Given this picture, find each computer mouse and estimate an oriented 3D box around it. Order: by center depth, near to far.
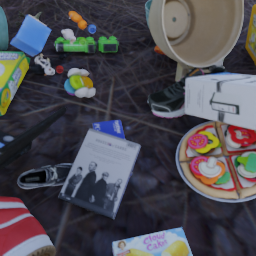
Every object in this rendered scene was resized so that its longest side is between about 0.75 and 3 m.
[{"bbox_3d":[-2.576,-2.243,9.610,0.524,0.304,1.788,13,38,37],"label":"computer mouse"}]

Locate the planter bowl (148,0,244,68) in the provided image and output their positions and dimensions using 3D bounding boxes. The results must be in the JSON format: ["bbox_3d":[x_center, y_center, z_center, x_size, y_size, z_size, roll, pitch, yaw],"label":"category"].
[{"bbox_3d":[1.641,-3.082,7.914,2.594,2.594,1.746,-19,22,-19],"label":"planter bowl"}]

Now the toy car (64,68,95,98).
[{"bbox_3d":[-1.458,-1.228,8.111,0.710,0.829,0.947,-24,-4,24],"label":"toy car"}]

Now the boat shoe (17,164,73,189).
[{"bbox_3d":[-1.660,0.994,5.888,1.266,0.429,0.454,-6,75,-19],"label":"boat shoe"}]

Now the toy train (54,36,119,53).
[{"bbox_3d":[-1.494,-2.970,10.105,2.350,0.490,0.663,-3,40,-4],"label":"toy train"}]

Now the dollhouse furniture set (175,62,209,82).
[{"bbox_3d":[2.080,-1.733,8.728,1.053,0.700,0.923,-10,45,-10],"label":"dollhouse furniture set"}]

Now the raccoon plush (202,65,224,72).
[{"bbox_3d":[2.798,-2.017,9.270,0.582,0.420,0.869,0,43,-13],"label":"raccoon plush"}]

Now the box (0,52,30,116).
[{"bbox_3d":[-4.133,-1.526,8.500,1.618,0.667,2.759,0,44,3],"label":"box"}]

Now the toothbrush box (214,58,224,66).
[{"bbox_3d":[2.706,-2.919,9.676,0.638,1.079,1.482,-14,46,-14],"label":"toothbrush box"}]

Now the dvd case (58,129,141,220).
[{"bbox_3d":[-0.570,0.916,5.910,1.228,0.202,1.634,18,68,10],"label":"dvd case"}]

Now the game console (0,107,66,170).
[{"bbox_3d":[-2.687,0.174,5.267,2.135,1.413,2.428,20,22,5],"label":"game console"}]

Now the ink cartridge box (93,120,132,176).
[{"bbox_3d":[-0.411,0.477,6.724,0.729,0.343,1.551,-8,46,-8],"label":"ink cartridge box"}]

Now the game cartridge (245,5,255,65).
[{"bbox_3d":[4.394,-2.940,9.274,0.301,1.634,1.854,-3,43,6],"label":"game cartridge"}]

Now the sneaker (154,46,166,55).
[{"bbox_3d":[1.322,-2.725,9.495,0.477,0.504,1.307,25,25,31],"label":"sneaker"}]

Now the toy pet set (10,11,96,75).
[{"bbox_3d":[-2.194,-2.446,8.105,1.883,2.017,1.071,28,32,-33],"label":"toy pet set"}]

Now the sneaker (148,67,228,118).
[{"bbox_3d":[1.694,-1.149,7.856,2.524,1.090,1.014,-18,46,-17],"label":"sneaker"}]

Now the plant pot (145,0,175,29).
[{"bbox_3d":[1.587,-3.959,10.579,1.947,1.305,1.947,0,45,0],"label":"plant pot"}]

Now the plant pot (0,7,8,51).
[{"bbox_3d":[-5.349,-3.379,9.527,2.108,2.244,2.244,-13,44,-34],"label":"plant pot"}]

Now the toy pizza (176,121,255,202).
[{"bbox_3d":[2.108,0.570,6.050,2.143,0.339,2.143,-7,48,8],"label":"toy pizza"}]

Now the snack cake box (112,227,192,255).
[{"bbox_3d":[0.423,2.266,4.837,1.291,0.434,0.742,-9,47,-9],"label":"snack cake box"}]

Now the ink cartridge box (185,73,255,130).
[{"bbox_3d":[2.675,-0.680,6.433,1.634,0.944,2.238,-13,19,-34],"label":"ink cartridge box"}]

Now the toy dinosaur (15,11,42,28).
[{"bbox_3d":[-4.165,-4.445,11.690,0.895,0.482,2.032,7,43,-14],"label":"toy dinosaur"}]

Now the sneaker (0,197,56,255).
[{"bbox_3d":[-2.802,2.179,4.524,2.809,1.000,1.580,-23,52,-31],"label":"sneaker"}]
